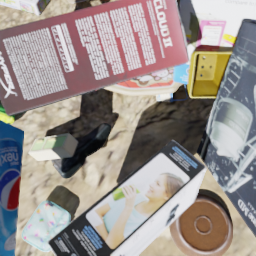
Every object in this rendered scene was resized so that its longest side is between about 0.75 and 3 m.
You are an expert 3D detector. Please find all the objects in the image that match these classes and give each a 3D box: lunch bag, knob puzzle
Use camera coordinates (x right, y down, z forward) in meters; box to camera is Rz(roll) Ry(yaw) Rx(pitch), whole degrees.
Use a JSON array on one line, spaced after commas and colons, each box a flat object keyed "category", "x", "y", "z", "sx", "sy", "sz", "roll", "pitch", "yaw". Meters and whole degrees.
[{"category": "lunch bag", "x": -1.825, "y": 2.230, "z": 6.416, "sx": 0.830, "sy": 0.399, "sz": 1.035, "roll": 27, "pitch": 68, "yaw": 12}, {"category": "knob puzzle", "x": 0.401, "y": -1.982, "z": 7.930, "sx": 3.264, "sy": 0.453, "sz": 3.264, "roll": -4, "pitch": 51, "yaw": 5}]

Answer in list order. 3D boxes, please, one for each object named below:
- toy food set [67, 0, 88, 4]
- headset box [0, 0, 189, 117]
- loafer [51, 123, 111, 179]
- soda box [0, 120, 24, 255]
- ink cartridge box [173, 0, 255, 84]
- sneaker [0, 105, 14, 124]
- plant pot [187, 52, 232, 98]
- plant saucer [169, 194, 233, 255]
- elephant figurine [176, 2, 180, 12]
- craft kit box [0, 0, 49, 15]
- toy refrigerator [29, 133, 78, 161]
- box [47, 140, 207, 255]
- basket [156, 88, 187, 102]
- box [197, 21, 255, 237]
[{"category": "toy food set", "x": -1.231, "y": -4.853, "z": 9.341, "sx": 1.760, "sy": 0.532, "sz": 1.263, "roll": 10, "pitch": 60, "yaw": 40}, {"category": "headset box", "x": -0.527, "y": -1.238, "z": 4.638, "sx": 2.890, "sy": 2.148, "sz": 1.084, "roll": -17, "pitch": 103, "yaw": -6}, {"category": "loafer", "x": -1.187, "y": 0.440, "z": 7.148, "sx": 0.643, "sy": 0.647, "sz": 1.778, "roll": 38, "pitch": 69, "yaw": 21}, {"category": "soda box", "x": -2.247, "y": 1.031, "z": 4.464, "sx": 0.749, "sy": 0.708, "sz": 2.207, "roll": -9, "pitch": 70, "yaw": 16}, {"category": "ink cartridge box", "x": 2.129, "y": -2.210, "z": 5.762, "sx": 2.139, "sy": 2.960, "sz": 1.253, "roll": 11, "pitch": 56, "yaw": 12}, {"category": "sneaker", "x": -4.192, "y": -0.888, "z": 7.558, "sx": 2.672, "sy": 0.989, "sz": 1.116, "roll": 25, "pitch": 71, "yaw": 11}, {"category": "plant pot", "x": 1.582, "y": -1.113, "z": 5.527, "sx": 0.854, "sy": 0.854, "sz": 0.753, "roll": 0, "pitch": 24, "yaw": -4}, {"category": "plant saucer", "x": 1.713, "y": 2.258, "z": 6.490, "sx": 1.496, "sy": 0.258, "sz": 1.496, "roll": 0, "pitch": 64, "yaw": 1}, {"category": "elephant figurine", "x": 0.737, "y": -4.059, "z": 8.583, "sx": 2.073, "sy": 1.891, "sz": 2.673, "roll": -6, "pitch": 64, "yaw": 39}, {"category": "craft kit box", "x": -3.726, "y": -5.245, "z": 9.876, "sx": 2.405, "sy": 0.591, "sz": 2.435, "roll": 18, "pitch": 66, "yaw": 5}, {"category": "toy refrigerator", "x": -1.859, "y": 0.475, "z": 6.891, "sx": 1.183, "sy": 0.414, "sz": 0.449, "roll": -9, "pitch": 47, "yaw": 32}, {"category": "box", "x": 0.095, "y": 1.521, "z": 4.733, "sx": 2.568, "sy": 1.498, "sz": 0.772, "roll": -36, "pitch": 60, "yaw": -20}, {"category": "basket", "x": 1.188, "y": -1.110, "z": 7.830, "sx": 0.860, "sy": 0.598, "sz": 0.759, "roll": -7, "pitch": 79, "yaw": 13}, {"category": "box", "x": 2.652, "y": 0.063, "z": 4.284, "sx": 1.688, "sy": 2.677, "sz": 2.723, "roll": 3, "pitch": 28, "yaw": -14}]
